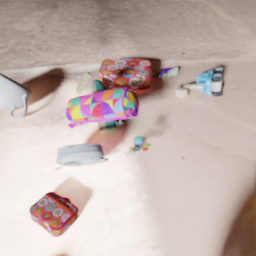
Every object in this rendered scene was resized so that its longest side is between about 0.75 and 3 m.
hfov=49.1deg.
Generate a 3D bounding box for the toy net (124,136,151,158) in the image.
[{"bbox_3d":[0.301,0.736,10.021,0.650,1.240,0.239,17,51,-22],"label":"toy net"}]

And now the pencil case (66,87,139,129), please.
[{"bbox_3d":[-1.005,-0.699,10.339,2.830,1.251,1.251,-9,31,33],"label":"pencil case"}]

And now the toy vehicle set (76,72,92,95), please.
[{"bbox_3d":[-1.619,-1.648,10.191,0.164,0.767,1.235,31,7,-16],"label":"toy vehicle set"}]

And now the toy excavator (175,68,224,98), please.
[{"bbox_3d":[3.602,-2.110,13.969,2.150,1.074,2.091,3,35,24],"label":"toy excavator"}]

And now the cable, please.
[{"bbox_3d":[-1.637,0.929,9.566,1.625,1.625,0.562,-13,72,22],"label":"cable"}]

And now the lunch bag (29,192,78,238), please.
[{"bbox_3d":[-2.184,2.544,8.496,1.317,0.540,1.160,23,40,25],"label":"lunch bag"}]

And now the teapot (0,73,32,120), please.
[{"bbox_3d":[-5.449,-1.407,12.574,2.042,1.511,2.069,31,0,-22],"label":"teapot"}]

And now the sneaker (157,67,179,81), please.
[{"bbox_3d":[2.173,-3.104,15.456,1.357,0.472,0.675,-28,46,-29],"label":"sneaker"}]

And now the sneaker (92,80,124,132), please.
[{"bbox_3d":[-0.930,-1.080,12.451,1.184,1.058,2.964,-9,51,-8],"label":"sneaker"}]

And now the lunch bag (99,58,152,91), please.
[{"bbox_3d":[-0.117,-2.965,14.761,2.730,1.119,2.405,3,39,4],"label":"lunch bag"}]
